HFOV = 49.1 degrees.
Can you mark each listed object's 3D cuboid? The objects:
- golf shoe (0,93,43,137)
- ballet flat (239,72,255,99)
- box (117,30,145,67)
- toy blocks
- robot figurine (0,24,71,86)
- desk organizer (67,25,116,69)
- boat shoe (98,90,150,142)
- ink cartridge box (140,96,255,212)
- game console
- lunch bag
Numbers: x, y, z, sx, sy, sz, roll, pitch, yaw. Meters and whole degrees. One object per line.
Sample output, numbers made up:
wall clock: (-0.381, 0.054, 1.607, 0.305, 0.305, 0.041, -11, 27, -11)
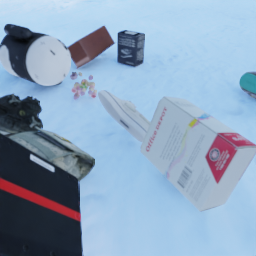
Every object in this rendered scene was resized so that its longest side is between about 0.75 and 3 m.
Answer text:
golf shoe: (-3.415, -0.312, 5.984, 2.973, 1.405, 1.156, 21, 58, -39)
ballet flat: (4.534, -1.015, 8.466, 0.922, 0.922, 2.562, -13, 36, -18)
box: (0.105, -3.232, 11.399, 0.934, 1.262, 0.658, 22, 37, 27)
toy blocks: (-1.431, -1.235, 8.757, 0.750, 0.803, 0.676, 2, 43, 9)
robot figurine: (-3.098, -2.363, 9.244, 2.611, 1.630, 1.962, 22, 15, 30)
desk organizer: (-1.516, -3.417, 11.660, 0.831, 0.892, 2.318, -19, 22, 35)
boat shoe: (-0.029, -0.406, 7.028, 1.696, 0.610, 0.557, 43, 68, 14)
ink cartridge box: (1.256, 0.407, 5.468, 0.785, 1.382, 1.896, 0, 31, -39)
game console: (-1.280, 1.089, 3.824, 0.287, 1.852, 1.637, -27, 48, 16)
lunch bag: (-1.713, 0.637, 5.771, 1.390, 0.996, 1.695, 25, 32, 34)
